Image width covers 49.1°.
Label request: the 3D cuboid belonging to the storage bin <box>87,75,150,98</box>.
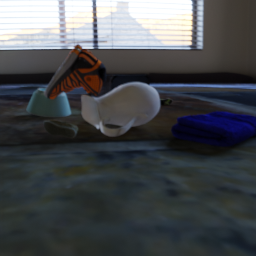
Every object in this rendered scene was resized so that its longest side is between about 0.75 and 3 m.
[{"bbox_3d":[-0.318,-1.283,11.628,1.262,1.820,2.692,8,13,36],"label":"storage bin"}]

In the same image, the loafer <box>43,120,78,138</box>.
[{"bbox_3d":[-1.873,0.009,7.841,1.068,0.401,0.372,17,30,16],"label":"loafer"}]

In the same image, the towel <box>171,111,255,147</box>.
[{"bbox_3d":[2.818,-0.085,8.593,1.985,0.666,2.688,9,14,41],"label":"towel"}]

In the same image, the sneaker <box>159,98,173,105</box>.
[{"bbox_3d":[2.137,-1.481,16.641,1.096,0.393,0.454,-2,36,-6],"label":"sneaker"}]

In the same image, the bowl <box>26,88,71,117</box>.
[{"bbox_3d":[-3.546,-1.209,12.655,1.945,1.017,1.945,7,16,-2],"label":"bowl"}]

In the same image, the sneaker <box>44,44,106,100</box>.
[{"bbox_3d":[-1.697,-1.419,9.214,1.486,1.029,2.653,34,-38,-19],"label":"sneaker"}]

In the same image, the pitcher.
[{"bbox_3d":[-0.059,-0.558,9.480,2.510,1.522,2.154,-14,41,-26],"label":"pitcher"}]
